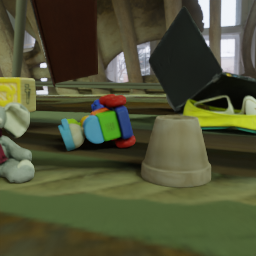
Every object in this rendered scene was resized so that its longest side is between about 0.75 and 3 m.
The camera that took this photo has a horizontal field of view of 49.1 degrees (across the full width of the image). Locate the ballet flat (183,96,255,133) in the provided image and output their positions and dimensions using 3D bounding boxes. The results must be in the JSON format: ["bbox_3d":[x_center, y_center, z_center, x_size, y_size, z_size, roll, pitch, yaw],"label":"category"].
[{"bbox_3d":[2.748,-0.359,7.192,2.775,0.930,0.927,5,13,28],"label":"ballet flat"}]

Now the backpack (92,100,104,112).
[{"bbox_3d":[-0.822,-0.645,9.575,0.853,0.826,1.016,-8,12,-27],"label":"backpack"}]

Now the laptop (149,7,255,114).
[{"bbox_3d":[2.277,-1.541,7.984,2.878,1.668,2.694,10,-18,-12],"label":"laptop"}]

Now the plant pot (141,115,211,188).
[{"bbox_3d":[0.626,0.249,3.619,0.901,0.782,0.901,1,9,0],"label":"plant pot"}]

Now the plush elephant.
[{"bbox_3d":[-1.849,0.102,3.635,1.119,1.052,1.359,-3,9,-21],"label":"plush elephant"}]

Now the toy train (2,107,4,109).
[{"bbox_3d":[-4.819,-0.539,10.129,1.311,0.555,0.759,-2,-5,-11],"label":"toy train"}]

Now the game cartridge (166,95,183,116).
[{"bbox_3d":[2.383,-1.028,9.833,1.928,0.585,2.892,8,-14,23],"label":"game cartridge"}]

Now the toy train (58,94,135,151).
[{"bbox_3d":[-0.795,-0.111,6.014,1.338,0.978,2.312,-16,12,-12],"label":"toy train"}]

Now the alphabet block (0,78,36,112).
[{"bbox_3d":[-5.189,-1.461,12.558,1.563,1.571,1.600,-1,8,6],"label":"alphabet block"}]

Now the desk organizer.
[{"bbox_3d":[-1.326,-2.242,5.820,1.137,1.059,2.954,-15,-24,-13],"label":"desk organizer"}]
